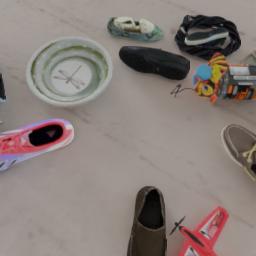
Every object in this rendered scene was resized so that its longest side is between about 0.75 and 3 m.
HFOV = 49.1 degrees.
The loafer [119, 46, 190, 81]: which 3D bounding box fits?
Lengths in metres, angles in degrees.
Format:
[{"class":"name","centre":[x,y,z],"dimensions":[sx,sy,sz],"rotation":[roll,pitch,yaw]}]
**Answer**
[{"class":"loafer","centre":[0.837,-2.156,8.903],"dimensions":[2.284,0.775,0.802],"rotation":[18,53,8]}]

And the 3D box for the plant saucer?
[{"class":"plant saucer","centre":[-1.757,-1.648,8.655],"dimensions":[2.617,0.657,2.617],"rotation":[0,64,0]}]

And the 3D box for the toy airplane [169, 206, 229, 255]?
[{"class":"toy airplane","centre":[1.941,2.919,6.506],"dimensions":[2.118,0.390,2.118],"rotation":[0,63,0]}]

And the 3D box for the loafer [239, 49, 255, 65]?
[{"class":"loafer","centre":[4.797,-2.443,8.972],"dimensions":[2.549,0.801,0.916],"rotation":[-19,65,-9]}]

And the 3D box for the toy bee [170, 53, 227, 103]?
[{"class":"toy bee","centre":[2.154,-1.181,7.659],"dimensions":[1.755,1.149,0.954],"rotation":[-45,78,9]}]

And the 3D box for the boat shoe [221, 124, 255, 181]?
[{"class":"boat shoe","centre":[3.408,0.882,7.226],"dimensions":[0.942,0.780,2.621],"rotation":[-34,67,5]}]

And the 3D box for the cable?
[{"class":"cable","centre":[2.705,-3.050,9.430],"dimensions":[2.145,0.545,1.750],"rotation":[23,66,10]}]

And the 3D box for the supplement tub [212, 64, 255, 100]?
[{"class":"supplement tub","centre":[3.261,-1.362,8.305],"dimensions":[1.680,1.029,1.029],"rotation":[2,63,2]}]

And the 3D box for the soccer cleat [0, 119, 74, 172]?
[{"class":"soccer cleat","centre":[-2.883,0.437,7.260],"dimensions":[2.969,1.087,1.013],"rotation":[-19,86,-10]}]

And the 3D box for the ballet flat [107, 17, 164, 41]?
[{"class":"ballet flat","centre":[0.254,-3.421,9.546],"dimensions":[1.985,0.737,0.737],"rotation":[4,63,2]}]

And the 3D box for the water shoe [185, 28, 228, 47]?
[{"class":"water shoe","centre":[2.598,-2.849,9.276],"dimensions":[1.511,0.596,0.540],"rotation":[-15,49,-8]}]

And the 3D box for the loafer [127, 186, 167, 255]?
[{"class":"loafer","centre":[0.428,2.497,6.433],"dimensions":[0.912,0.892,2.500],"rotation":[1,63,0]}]

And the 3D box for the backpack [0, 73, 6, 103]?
[{"class":"backpack","centre":[-4.479,-1.593,7.914],"dimensions":[1.681,1.983,2.233],"rotation":[-28,76,-9]}]
